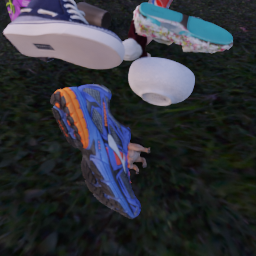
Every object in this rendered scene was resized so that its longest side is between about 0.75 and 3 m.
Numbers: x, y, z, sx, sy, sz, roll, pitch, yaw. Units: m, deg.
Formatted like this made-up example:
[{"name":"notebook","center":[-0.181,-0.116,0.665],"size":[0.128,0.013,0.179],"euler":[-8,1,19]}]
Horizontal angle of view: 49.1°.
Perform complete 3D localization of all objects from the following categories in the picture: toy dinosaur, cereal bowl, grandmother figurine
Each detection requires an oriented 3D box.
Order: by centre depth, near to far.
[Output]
[{"name":"cereal bowl","center":[0.698,-0.930,6.318],"size":[1.519,1.519,0.633],"euler":[12,75,13]},{"name":"toy dinosaur","center":[-0.032,0.738,7.703],"size":[1.015,0.643,1.497],"euler":[24,41,34]},{"name":"grandmother figurine","center":[0.354,-2.678,8.454],"size":[0.697,1.396,2.301],"euler":[-11,30,35]}]

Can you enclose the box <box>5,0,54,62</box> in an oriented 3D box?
[{"name":"box","center":[-3.185,-3.274,9.028],"size":[1.473,2.060,0.372],"euler":[24,49,30]}]

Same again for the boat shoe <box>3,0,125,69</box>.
[{"name":"boat shoe","center":[-1.129,-2.019,5.422],"size":[2.746,1.025,1.273],"euler":[16,71,24]}]

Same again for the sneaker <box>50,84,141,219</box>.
[{"name":"sneaker","center":[-0.286,0.401,4.656],"size":[0.989,2.522,0.950],"euler":[-30,18,-27]}]

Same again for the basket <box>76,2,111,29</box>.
[{"name":"basket","center":[-1.851,-5.894,14.865],"size":[1.660,1.129,1.496],"euler":[24,36,19]}]

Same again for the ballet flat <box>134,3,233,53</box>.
[{"name":"ballet flat","center":[1.376,-2.498,7.364],"size":[2.640,0.844,0.998],"euler":[22,58,3]}]

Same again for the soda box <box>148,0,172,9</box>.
[{"name":"soda box","center":[1.095,-4.408,10.007],"size":[0.665,1.900,0.603],"euler":[37,75,-4]}]
